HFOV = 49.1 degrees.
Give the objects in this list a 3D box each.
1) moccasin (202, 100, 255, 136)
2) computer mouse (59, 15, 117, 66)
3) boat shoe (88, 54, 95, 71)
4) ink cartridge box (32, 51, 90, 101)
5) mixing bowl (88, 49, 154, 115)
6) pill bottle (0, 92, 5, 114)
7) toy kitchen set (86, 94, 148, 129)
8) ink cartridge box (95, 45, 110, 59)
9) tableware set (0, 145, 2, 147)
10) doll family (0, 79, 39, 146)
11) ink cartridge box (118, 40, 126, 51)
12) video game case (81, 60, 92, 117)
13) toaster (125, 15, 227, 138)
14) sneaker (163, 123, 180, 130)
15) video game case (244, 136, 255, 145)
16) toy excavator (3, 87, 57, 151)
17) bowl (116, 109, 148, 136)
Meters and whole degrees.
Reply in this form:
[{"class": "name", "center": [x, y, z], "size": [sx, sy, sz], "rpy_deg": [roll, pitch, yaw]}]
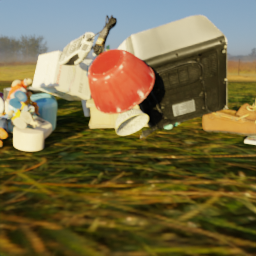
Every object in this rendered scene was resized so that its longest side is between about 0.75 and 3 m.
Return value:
[{"class": "moccasin", "center": [3.705, -0.345, 8.870], "size": [2.746, 1.060, 1.004], "rpy_deg": [7, 15, 44]}, {"class": "computer mouse", "center": [-1.158, -2.211, 7.726], "size": [2.129, 1.167, 0.467], "rpy_deg": [-12, -35, 45]}, {"class": "boat shoe", "center": [-0.831, -2.149, 9.814], "size": [0.839, 0.755, 2.373], "rpy_deg": [-15, 31, 9]}, {"class": "ink cartridge box", "center": [-2.209, -1.735, 9.685], "size": [1.172, 1.193, 1.621], "rpy_deg": [2, -11, 39]}, {"class": "mixing bowl", "center": [-0.290, -1.109, 5.918], "size": [1.489, 0.806, 1.489], "rpy_deg": [-17, 47, 20]}, {"class": "pill bottle", "center": [-6.056, -1.114, 12.767], "size": [1.056, 1.056, 1.927], "rpy_deg": [-3, 13, -15]}, {"class": "toy kitchen set", "center": [-0.200, -1.360, 10.458], "size": [2.467, 2.013, 2.226], "rpy_deg": [-1, 27, 2]}, {"class": "ink cartridge box", "center": [-0.765, -2.206, 8.523], "size": [0.420, 0.809, 0.240], "rpy_deg": [-19, -28, 26]}, {"class": "tableware set", "center": [-4.576, 0.459, 7.533], "size": [2.060, 0.239, 1.721], "rpy_deg": [11, 16, 43]}, {"class": "doll family", "center": [-3.394, -0.239, 7.863], "size": [2.588, 1.166, 1.607], "rpy_deg": [-40, 31, 2]}, {"class": "ink cartridge box", "center": [0.443, -2.244, 11.952], "size": [1.715, 2.329, 1.685], "rpy_deg": [13, 51, 24]}, {"class": "video game case", "center": [-1.383, -1.903, 13.006], "size": [0.285, 2.487, 2.264], "rpy_deg": [-7, 7, 38]}, {"class": "toaster", "center": [1.239, -1.365, 7.725], "size": [2.734, 2.472, 1.622], "rpy_deg": [-16, 46, 6]}, {"class": "sneaker", "center": [1.629, -0.284, 10.305], "size": [0.671, 0.571, 1.472], "rpy_deg": [21, 23, -3]}, {"class": "video game case", "center": [3.976, 0.350, 8.365], "size": [0.745, 0.094, 1.041], "rpy_deg": [9, 15, 32]}, {"class": "toy excavator", "center": [-2.932, -0.291, 8.828], "size": [2.840, 1.418, 2.761], "rpy_deg": [18, 21, 29]}, {"class": "bowl", "center": [0.018, -0.200, 6.138], "size": [0.778, 0.778, 0.365], "rpy_deg": [-9, 59, -35]}]
